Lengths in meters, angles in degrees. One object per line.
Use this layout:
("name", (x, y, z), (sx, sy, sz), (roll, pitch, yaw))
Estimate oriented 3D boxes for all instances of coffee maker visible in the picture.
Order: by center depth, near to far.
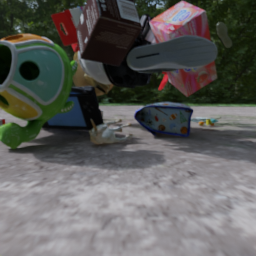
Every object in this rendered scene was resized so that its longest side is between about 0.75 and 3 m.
("coffee maker", (0.091, -2.994, 11.329), (2.640, 1.851, 2.748), (-9, 43, 42))

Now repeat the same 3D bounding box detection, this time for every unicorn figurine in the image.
("unicorn figurine", (-0.585, 0.129, 7.857), (1.328, 0.714, 1.934), (-14, -3, -24))

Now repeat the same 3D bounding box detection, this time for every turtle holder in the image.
("turtle holder", (-2.728, -1.072, 7.203), (2.081, 2.739, 1.945), (37, 8, 20))

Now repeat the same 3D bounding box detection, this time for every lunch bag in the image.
("lunch bag", (1.139, -0.325, 9.454), (1.838, 1.138, 1.562), (9, 8, 4))

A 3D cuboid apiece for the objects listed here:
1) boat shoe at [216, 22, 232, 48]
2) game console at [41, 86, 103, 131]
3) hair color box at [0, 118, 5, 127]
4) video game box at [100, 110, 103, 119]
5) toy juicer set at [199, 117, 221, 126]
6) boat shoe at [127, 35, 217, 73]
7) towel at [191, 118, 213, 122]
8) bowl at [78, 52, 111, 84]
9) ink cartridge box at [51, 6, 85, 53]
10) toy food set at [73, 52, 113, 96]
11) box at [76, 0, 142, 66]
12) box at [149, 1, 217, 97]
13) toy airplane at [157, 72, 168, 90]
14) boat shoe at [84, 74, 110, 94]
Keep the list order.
("boat shoe", (3.254, -3.199, 9.626), (0.355, 0.950, 0.315), (-39, 26, 9))
("game console", (-2.671, -0.606, 9.500), (2.976, 2.618, 1.732), (3, 37, 21))
("hair color box", (-5.864, -0.243, 12.034), (1.155, 0.369, 0.641), (4, 8, 38))
("video game box", (-2.912, -0.719, 15.463), (2.370, 0.555, 2.159), (3, 5, 26))
("toy juicer set", (3.552, -0.208, 12.287), (0.736, 0.315, 1.157), (-18, -3, 44))
("boat shoe", (1.321, -2.260, 8.742), (2.729, 0.984, 0.968), (-3, 3, 2))
("towel", (3.743, -0.401, 14.173), (0.914, 0.220, 0.782), (6, 6, 43))
("bowl", (-1.272, -3.046, 12.211), (1.275, 2.836, 2.836), (-17, -2, 26))
("ink cartridge box", (-1.485, -3.474, 9.766), (2.128, 1.236, 0.716), (-22, -4, -21))
("toy food set", (-1.675, -2.622, 13.609), (2.275, 2.252, 0.553), (12, 11, -20))
("box", (-0.611, -2.881, 8.136), (1.299, 1.313, 1.582), (4, -33, -29))
("box", (2.124, -2.863, 10.498), (1.531, 2.984, 1.412), (-32, 45, -4))
("toy airplane", (2.379, -2.952, 14.204), (2.492, 2.492, 0.458), (8, -30, 52))
("boat shoe", (-1.486, -2.014, 12.867), (1.314, 0.471, 0.501), (28, 49, -6))
